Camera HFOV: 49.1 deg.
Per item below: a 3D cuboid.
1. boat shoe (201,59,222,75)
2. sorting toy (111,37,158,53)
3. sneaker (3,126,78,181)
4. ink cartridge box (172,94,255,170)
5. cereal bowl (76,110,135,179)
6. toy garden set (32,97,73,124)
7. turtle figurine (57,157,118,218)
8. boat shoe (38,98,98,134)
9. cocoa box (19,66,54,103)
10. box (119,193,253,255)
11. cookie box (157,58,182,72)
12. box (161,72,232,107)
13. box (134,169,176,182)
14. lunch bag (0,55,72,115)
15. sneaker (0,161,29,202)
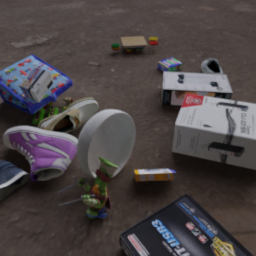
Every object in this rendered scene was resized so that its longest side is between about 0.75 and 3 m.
[{"bbox_3d":[4.184,-2.932,13.771,0.860,0.878,2.466,2,38,2],"label":"boat shoe"},{"bbox_3d":[0.416,-4.969,16.730,2.920,0.494,1.408,-5,38,-6],"label":"sorting toy"},{"bbox_3d":[-3.072,0.836,8.855,2.742,0.994,1.564,4,52,20],"label":"sneaker"},{"bbox_3d":[3.214,0.049,9.604,2.970,1.244,2.143,12,39,15],"label":"ink cartridge box"},{"bbox_3d":[-0.750,0.437,8.391,0.895,2.150,2.150,19,41,34],"label":"cereal bowl"},{"bbox_3d":[-2.801,-0.848,11.463,1.992,0.398,1.661,-3,38,-4],"label":"toy garden set"},{"bbox_3d":[-1.050,1.511,7.377,1.615,1.162,1.566,25,86,9],"label":"turtle figurine"},{"bbox_3d":[-2.038,-0.286,10.184,2.360,0.882,0.807,-32,35,-17],"label":"boat shoe"},{"bbox_3d":[-3.374,-1.617,10.375,0.683,0.694,1.041,24,66,11],"label":"cocoa box"},{"bbox_3d":[1.304,2.879,6.497,2.236,0.560,2.253,-21,43,-27],"label":"box"},{"bbox_3d":[2.172,-3.256,14.611,0.972,0.365,0.832,-23,45,-26],"label":"cookie box"},{"bbox_3d":[2.868,-1.654,12.142,2.808,0.844,1.638,4,38,4],"label":"box"},{"bbox_3d":[0.800,1.404,8.359,1.211,0.251,0.721,0,1,-1],"label":"box"},{"bbox_3d":[-3.808,-1.709,11.486,2.818,1.325,2.121,27,53,34],"label":"lunch bag"},{"bbox_3d":[-3.818,1.538,8.160,1.051,0.553,1.455,30,36,18],"label":"sneaker"}]
